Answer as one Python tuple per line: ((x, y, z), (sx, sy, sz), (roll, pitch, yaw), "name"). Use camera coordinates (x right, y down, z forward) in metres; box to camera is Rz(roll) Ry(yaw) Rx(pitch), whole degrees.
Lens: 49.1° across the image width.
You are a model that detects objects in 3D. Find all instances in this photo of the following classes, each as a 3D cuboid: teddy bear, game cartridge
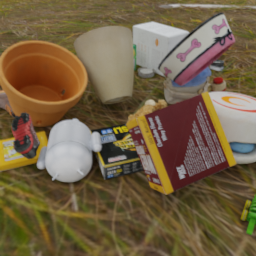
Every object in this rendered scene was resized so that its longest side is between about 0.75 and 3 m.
((0.603, -0.511, 9.350), (1.893, 1.373, 0.632), (-36, 90, -43), "teddy bear")
((-3.464, 0.718, 9.282), (1.637, 0.266, 1.443), (-15, 37, -19), "game cartridge")

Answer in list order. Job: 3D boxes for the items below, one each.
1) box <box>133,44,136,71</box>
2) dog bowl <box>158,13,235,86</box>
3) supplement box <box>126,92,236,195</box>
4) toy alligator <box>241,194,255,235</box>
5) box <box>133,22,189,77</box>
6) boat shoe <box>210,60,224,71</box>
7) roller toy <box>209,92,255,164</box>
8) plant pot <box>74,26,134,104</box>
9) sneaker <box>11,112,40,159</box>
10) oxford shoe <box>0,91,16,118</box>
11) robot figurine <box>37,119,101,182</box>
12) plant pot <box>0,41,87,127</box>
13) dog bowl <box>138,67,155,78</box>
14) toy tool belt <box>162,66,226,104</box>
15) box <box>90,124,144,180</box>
((-0.407, -3.491, 14.545), (2.319, 1.361, 0.561), (-24, 40, -31), "box")
((2.516, -2.661, 10.058), (2.896, 2.896, 1.068), (-34, 85, -40), "dog bowl")
((1.333, 0.398, 7.513), (2.039, 2.011, 1.354), (-21, -1, -12), "supplement box")
((3.330, 1.972, 7.216), (0.526, 0.481, 1.774), (19, 38, 26), "toy alligator")
((1.648, -4.246, 14.985), (1.472, 2.108, 2.768), (-24, 41, -31), "box")
((4.408, -3.691, 15.499), (0.677, 0.627, 1.835), (-28, 43, -35), "boat shoe")
((3.253, -0.010, 8.976), (2.561, 1.790, 2.336), (26, 31, 35), "roller toy")
((-0.738, -2.326, 11.261), (2.386, 2.548, 2.386), (-13, -3, -1), "plant pot")
((-2.985, 0.256, 8.221), (0.590, 0.816, 1.670), (-23, 47, -2), "sneaker")
((-4.610, -0.902, 11.224), (2.334, 0.832, 0.851), (9, 40, 13), "oxford shoe")
((-1.753, 0.675, 8.381), (1.984, 1.321, 2.339), (-20, 34, 5), "robot figurine")
((-3.161, -1.423, 10.252), (2.920, 2.044, 2.920), (13, 53, -17), "plant pot")
((0.949, -2.882, 14.625), (0.914, 0.268, 0.914), (0, 34, 0), "dog bowl")
((2.786, -2.084, 11.832), (2.729, 1.677, 1.704), (-11, 35, 3), "toy tool belt")
((0.124, 0.597, 9.168), (2.453, 0.605, 1.959), (-10, 33, -15), "box")
